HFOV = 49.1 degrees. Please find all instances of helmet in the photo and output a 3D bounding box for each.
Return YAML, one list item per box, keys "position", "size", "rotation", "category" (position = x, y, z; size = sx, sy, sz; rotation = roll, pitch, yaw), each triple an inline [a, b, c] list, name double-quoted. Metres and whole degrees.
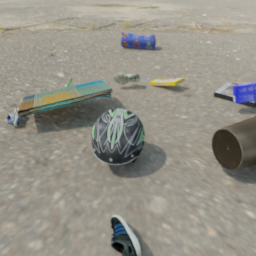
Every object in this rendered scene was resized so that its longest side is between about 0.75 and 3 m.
- position: [-0.244, 0.234, 6.809]
  size: [1.424, 1.358, 1.424]
  rotation: [-1, 74, 5]
  category: "helmet"

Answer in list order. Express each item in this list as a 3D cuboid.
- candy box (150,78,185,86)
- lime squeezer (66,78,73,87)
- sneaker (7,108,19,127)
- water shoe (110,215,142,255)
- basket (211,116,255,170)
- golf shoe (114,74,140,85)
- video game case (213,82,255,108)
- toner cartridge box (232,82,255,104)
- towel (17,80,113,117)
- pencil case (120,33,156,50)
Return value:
- position: [1.556, -1.850, 11.229]
  size: [1.267, 0.167, 0.648]
  rotation: [9, 31, 44]
  category: "candy box"
- position: [-2.389, -1.324, 10.245]
  size: [1.436, 0.271, 0.507]
  rotation: [-22, 48, 46]
  category: "lime squeezer"
- position: [-3.604, -0.370, 8.771]
  size: [0.361, 0.326, 0.846]
  rotation: [4, 32, -20]
  category: "sneaker"
- position: [-0.158, 1.927, 4.987]
  size: [0.407, 0.369, 1.031]
  rotation: [-18, 24, -24]
  category: "water shoe"
- position: [3.007, 0.318, 6.661]
  size: [1.753, 1.192, 1.580]
  rotation: [-13, 15, -23]
  category: "basket"
- position: [-0.044, -1.945, 11.134]
  size: [1.035, 0.405, 0.503]
  rotation: [-1, 13, 1]
  category: "golf shoe"
- position: [4.232, -1.288, 10.577]
  size: [1.530, 0.195, 1.382]
  rotation: [23, 38, 32]
  category: "video game case"
- position: [4.035, -1.165, 9.078]
  size: [1.199, 0.570, 0.259]
  rotation: [-7, 17, 4]
  category: "toner cartridge box"
- position: [-2.012, -1.001, 9.016]
  size: [2.817, 0.306, 2.066]
  rotation: [-15, 20, -9]
  category: "towel"
- position: [0.588, -4.985, 16.072]
  size: [2.064, 0.806, 0.897]
  rotation: [9, 42, 13]
  category: "pencil case"
